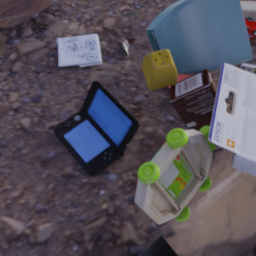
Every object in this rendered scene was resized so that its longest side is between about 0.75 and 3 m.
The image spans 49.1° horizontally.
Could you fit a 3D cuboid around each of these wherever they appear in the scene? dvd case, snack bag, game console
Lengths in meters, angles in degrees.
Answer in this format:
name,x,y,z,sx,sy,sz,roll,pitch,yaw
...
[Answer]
name,x,y,z,sx,sy,sz,roll,pitch,yaw
dvd case,5.346,-1.511,11.103,1.827,0.196,2.457,13,61,7
snack bag,-2.138,-3.306,12.108,1.878,0.201,1.771,-8,61,-5
game console,-1.184,0.006,9.554,2.146,1.420,2.440,-36,66,-18

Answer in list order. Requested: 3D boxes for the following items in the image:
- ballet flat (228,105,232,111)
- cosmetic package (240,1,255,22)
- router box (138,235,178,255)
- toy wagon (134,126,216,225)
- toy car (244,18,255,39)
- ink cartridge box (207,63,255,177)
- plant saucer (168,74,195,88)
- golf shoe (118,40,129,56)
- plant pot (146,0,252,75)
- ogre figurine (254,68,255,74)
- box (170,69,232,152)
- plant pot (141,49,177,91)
name,x,y,z,sx,sy,sz,roll,pitch,yaw
ballet flat,3.660,-0.451,10.138,0.857,0.810,2.544,-43,69,-14
cosmetic package,5.779,-5.116,12.685,1.862,0.964,0.680,3,60,1
router box,0.475,4.675,7.311,2.948,0.753,2.199,-34,66,-17
toy wagon,1.211,0.829,5.929,2.524,1.958,0.499,-49,43,-14
toy car,4.553,-4.992,12.802,2.909,0.649,2.737,-4,60,-3
ink cartridge box,3.018,-0.070,6.101,2.608,0.529,2.603,22,53,2
plant saucer,2.131,-1.962,11.318,1.444,0.266,1.447,-34,67,-17
golf shoe,-0.121,-3.504,12.151,0.387,0.339,0.879,-13,62,-15
plant pot,1.848,-2.729,8.293,2.288,2.240,2.246,-22,19,1
ogre figurine,4.797,-1.890,8.522,2.229,1.094,1.336,-50,62,21
box,2.153,-0.370,7.678,1.123,2.242,0.840,-23,36,29
plant pot,0.796,-1.506,6.959,0.765,0.787,0.770,-15,72,-3
